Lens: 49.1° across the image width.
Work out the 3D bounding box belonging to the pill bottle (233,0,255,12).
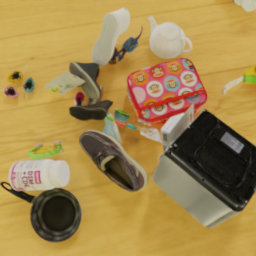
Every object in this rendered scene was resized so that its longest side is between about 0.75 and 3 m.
[{"bbox_3d":[5.048,-6.241,12.502,1.124,1.124,2.051,-26,70,-10],"label":"pill bottle"}]

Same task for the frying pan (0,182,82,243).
[{"bbox_3d":[-2.869,2.748,9.130,2.824,0.460,1.708,6,82,6],"label":"frying pan"}]

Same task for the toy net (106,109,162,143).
[{"bbox_3d":[0.275,-0.100,9.971,2.178,1.143,0.421,27,99,21],"label":"toy net"}]

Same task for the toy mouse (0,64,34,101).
[{"bbox_3d":[-4.248,-1.545,11.038,1.664,0.322,1.479,-36,72,-13],"label":"toy mouse"}]

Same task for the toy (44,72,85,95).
[{"bbox_3d":[-2.375,-1.732,10.404,1.472,0.848,0.348,-23,58,38],"label":"toy"}]

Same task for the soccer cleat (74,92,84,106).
[{"bbox_3d":[-1.900,-0.872,10.714,0.380,0.470,1.089,8,57,-17],"label":"soccer cleat"}]

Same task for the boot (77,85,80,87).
[{"bbox_3d":[-2.267,-1.802,11.160,0.930,0.360,0.644,-32,83,-4],"label":"boot"}]

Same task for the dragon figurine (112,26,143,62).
[{"bbox_3d":[0.074,-3.306,11.190,1.624,0.808,0.478,-39,104,23],"label":"dragon figurine"}]

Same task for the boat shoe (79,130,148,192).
[{"bbox_3d":[-0.613,1.079,9.469,2.917,0.945,1.049,41,105,16],"label":"boat shoe"}]

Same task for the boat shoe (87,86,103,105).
[{"bbox_3d":[-1.323,-1.032,10.735,0.459,0.510,1.417,11,69,15],"label":"boat shoe"}]

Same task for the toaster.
[{"bbox_3d":[2.632,1.234,8.673,2.987,1.772,2.701,39,51,13],"label":"toaster"}]

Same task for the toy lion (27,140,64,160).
[{"bbox_3d":[-2.834,0.806,9.417,1.276,1.223,0.438,-8,101,19],"label":"toy lion"}]

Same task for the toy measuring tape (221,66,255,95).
[{"bbox_3d":[4.790,-1.813,10.774,2.474,0.910,0.910,-30,71,-14],"label":"toy measuring tape"}]

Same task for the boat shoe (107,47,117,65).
[{"bbox_3d":[-0.622,-3.139,11.658,0.392,0.393,1.115,1,76,6],"label":"boat shoe"}]

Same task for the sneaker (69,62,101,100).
[{"bbox_3d":[-1.334,-1.917,10.691,1.058,0.745,1.992,-17,57,-35],"label":"sneaker"}]

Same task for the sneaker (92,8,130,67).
[{"bbox_3d":[-0.600,-3.542,11.054,0.860,2.335,1.350,36,45,4],"label":"sneaker"}]

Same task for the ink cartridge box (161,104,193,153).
[{"bbox_3d":[1.745,0.010,9.861,0.454,1.294,1.592,22,58,27],"label":"ink cartridge box"}]

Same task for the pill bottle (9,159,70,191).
[{"bbox_3d":[-2.775,1.483,8.836,1.672,0.948,0.948,-6,67,16],"label":"pill bottle"}]

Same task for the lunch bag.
[{"bbox_3d":[1.436,-1.153,10.440,2.739,1.122,2.413,-18,76,-8],"label":"lunch bag"}]

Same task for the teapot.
[{"bbox_3d":[1.663,-3.691,11.447,1.608,1.174,1.587,-5,68,-3],"label":"teapot"}]

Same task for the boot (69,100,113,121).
[{"bbox_3d":[-1.329,-0.711,10.256,1.441,0.558,0.997,10,36,14],"label":"boot"}]

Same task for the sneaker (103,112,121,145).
[{"bbox_3d":[-0.711,0.042,10.257,0.560,0.505,1.367,-14,68,-22],"label":"sneaker"}]
